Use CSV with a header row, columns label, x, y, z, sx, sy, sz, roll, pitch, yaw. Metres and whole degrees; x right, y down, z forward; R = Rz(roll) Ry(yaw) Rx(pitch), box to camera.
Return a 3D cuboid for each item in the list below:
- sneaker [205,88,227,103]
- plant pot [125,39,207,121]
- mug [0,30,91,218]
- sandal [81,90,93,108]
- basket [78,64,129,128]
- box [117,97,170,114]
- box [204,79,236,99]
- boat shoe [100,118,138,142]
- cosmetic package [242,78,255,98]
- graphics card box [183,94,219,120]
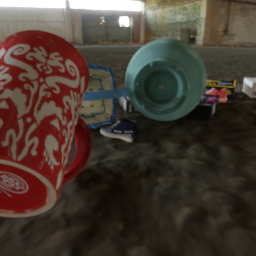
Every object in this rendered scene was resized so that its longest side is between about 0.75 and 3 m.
label,x,y,z,sx,sy,sz,roll,pitch,yaw
sneaker,3.404,-1.356,11.667,1.431,0.621,0.528,-4,19,-4
plant pot,1.064,-1.347,8.530,2.647,2.647,1.773,4,18,12
mug,-1.567,-0.021,5.175,2.658,1.998,2.995,26,39,-24
sandal,-1.867,-1.156,11.128,2.875,0.616,1.093,-4,20,-12
basket,-1.490,-0.922,8.408,2.501,1.973,2.836,-5,11,-15
box,0.551,-1.142,11.223,1.717,0.524,2.168,-4,20,-10
box,3.736,-1.928,13.304,2.514,0.620,2.008,7,21,20
boat shoe,-0.261,-0.026,8.002,1.271,0.589,0.474,12,23,29
cosmetic package,7.008,-1.867,12.947,2.952,0.747,1.218,1,19,4
graphics card box,2.583,-0.863,10.415,1.336,0.542,2.130,9,22,22
